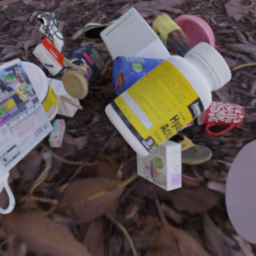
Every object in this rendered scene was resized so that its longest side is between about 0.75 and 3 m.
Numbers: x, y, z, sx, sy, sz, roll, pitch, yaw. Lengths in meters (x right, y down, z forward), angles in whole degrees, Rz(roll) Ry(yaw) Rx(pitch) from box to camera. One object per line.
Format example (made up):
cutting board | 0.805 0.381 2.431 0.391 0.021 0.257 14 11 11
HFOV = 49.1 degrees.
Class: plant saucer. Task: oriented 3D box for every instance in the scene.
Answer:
plant saucer | 2.650 -3.612 11.200 0.514 2.030 2.030 -40 55 -17

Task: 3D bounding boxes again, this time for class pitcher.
pitcher | -3.117 1.293 6.531 1.146 0.810 1.336 2 78 9

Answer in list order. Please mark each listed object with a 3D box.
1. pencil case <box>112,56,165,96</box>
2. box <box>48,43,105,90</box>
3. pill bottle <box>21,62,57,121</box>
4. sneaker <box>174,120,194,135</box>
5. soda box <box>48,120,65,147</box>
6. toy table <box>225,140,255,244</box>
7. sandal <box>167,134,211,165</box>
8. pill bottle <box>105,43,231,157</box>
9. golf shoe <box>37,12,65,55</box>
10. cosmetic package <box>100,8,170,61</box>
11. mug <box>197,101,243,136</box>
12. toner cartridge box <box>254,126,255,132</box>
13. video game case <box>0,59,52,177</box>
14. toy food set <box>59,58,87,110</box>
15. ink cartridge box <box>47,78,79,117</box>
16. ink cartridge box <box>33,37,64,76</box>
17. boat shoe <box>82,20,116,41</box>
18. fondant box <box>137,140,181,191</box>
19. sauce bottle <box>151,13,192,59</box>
pencil case | 0.883 -1.433 8.192 2.820 1.225 1.100 -1 70 -25
box | -1.970 -2.154 10.786 1.217 1.056 1.991 -3 46 39
pill bottle | -2.753 -0.863 8.042 1.289 2.256 1.289 1 79 -5
sneaker | 0.931 -0.002 8.386 2.291 0.989 0.920 -2 58 -34
soda box | -2.387 0.174 9.432 0.357 0.332 1.044 -1 42 0
toy table | 3.272 1.252 5.889 1.512 2.583 2.374 -8 50 -19
sandal | 1.480 0.503 8.761 2.309 0.623 0.927 20 41 11
pill bottle | 0.892 -0.665 6.218 2.582 1.437 1.437 -39 49 3
golf shoe | -2.834 -3.440 10.323 0.783 0.644 1.658 -17 82 -26
cosmetic package | 0.625 -2.402 10.165 1.639 2.658 2.666 -35 45 13
mug | 3.190 -0.335 9.781 1.361 1.208 0.908 5 7 0
toner cartridge box | 5.424 0.577 8.819 1.271 0.577 2.675 -16 45 -15
video game case | -2.402 -0.296 5.617 0.223 1.771 1.943 -11 23 21
toy food set | -1.365 -1.134 7.209 0.843 1.221 0.245 28 40 15
ink cartridge box | -2.727 -1.147 10.162 1.627 1.201 0.697 15 56 15
ink cartridge box | -1.980 -1.794 7.092 0.784 0.681 0.171 49 52 -13
boat shoe | -1.042 -4.935 14.470 2.628 0.937 0.791 -1 42 10
fondant box | 0.787 0.888 7.596 0.459 1.137 1.576 -7 11 -25
sauce bottle | 1.649 -3.276 10.247 0.863 0.863 2.613 -13 47 -13
